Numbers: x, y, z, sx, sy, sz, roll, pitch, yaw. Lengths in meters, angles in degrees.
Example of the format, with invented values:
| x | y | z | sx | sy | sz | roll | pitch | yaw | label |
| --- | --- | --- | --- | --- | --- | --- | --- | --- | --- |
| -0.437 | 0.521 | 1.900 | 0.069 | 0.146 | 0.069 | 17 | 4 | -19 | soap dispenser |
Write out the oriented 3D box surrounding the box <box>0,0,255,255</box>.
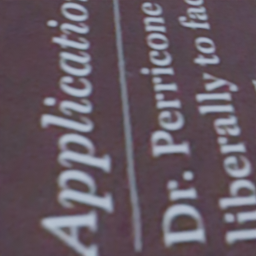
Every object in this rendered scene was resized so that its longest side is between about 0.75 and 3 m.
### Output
| x | y | z | sx | sy | sz | roll | pitch | yaw | label |
| --- | --- | --- | --- | --- | --- | --- | --- | --- | --- |
| -0.603 | -0.063 | 1.026 | 1.645 | 1.365 | 1.351 | -1 | -27 | -8 | box |
